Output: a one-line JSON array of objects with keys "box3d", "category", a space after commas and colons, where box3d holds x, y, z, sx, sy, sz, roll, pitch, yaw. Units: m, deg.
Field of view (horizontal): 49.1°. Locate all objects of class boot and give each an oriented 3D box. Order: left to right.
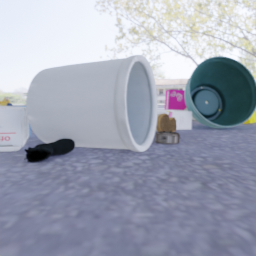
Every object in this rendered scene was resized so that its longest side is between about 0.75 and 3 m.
[{"box3d": [-1.412, 0.408, 5.082, 0.838, 0.310, 0.687, -8, 5, -4], "category": "boot"}]

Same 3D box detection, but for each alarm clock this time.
[{"box3d": [0.931, 0.233, 6.759, 0.585, 0.289, 0.867, 4, 8, 23], "category": "alarm clock"}]

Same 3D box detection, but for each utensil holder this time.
[{"box3d": [-0.718, -0.489, 6.044, 2.269, 1.928, 1.928, 0, 6, 22], "category": "utensil holder"}]

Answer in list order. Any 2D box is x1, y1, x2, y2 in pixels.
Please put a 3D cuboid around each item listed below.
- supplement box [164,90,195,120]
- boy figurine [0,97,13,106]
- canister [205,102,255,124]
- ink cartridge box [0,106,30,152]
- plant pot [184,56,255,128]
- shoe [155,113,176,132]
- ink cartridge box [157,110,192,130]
[{"box3d": [2.726, -1.255, 14.800, 1.442, 1.472, 2.849, 3, 8, 3], "category": "supplement box"}, {"box3d": [-4.776, -0.801, 10.895, 1.447, 0.900, 0.466, 23, 19, 41], "category": "boy figurine"}, {"box3d": [4.414, -0.746, 12.469, 2.295, 0.993, 1.705, 3, 7, 38], "category": "canister"}, {"box3d": [-3.210, -0.055, 6.644, 1.508, 0.882, 2.600, -2, 7, -15], "category": "ink cartridge box"}, {"box3d": [3.154, -1.114, 10.356, 2.535, 2.535, 1.699, -1, -10, -9], "category": "plant pot"}, {"box3d": [0.996, -0.072, 8.179, 0.491, 0.643, 1.840, -2, -2, 21], "category": "shoe"}, {"box3d": [1.070, -0.289, 9.736, 1.965, 0.663, 1.145, 0, 6, -18], "category": "ink cartridge box"}]
